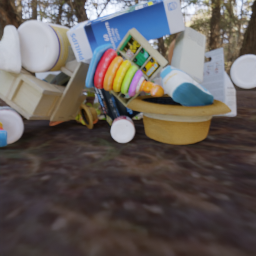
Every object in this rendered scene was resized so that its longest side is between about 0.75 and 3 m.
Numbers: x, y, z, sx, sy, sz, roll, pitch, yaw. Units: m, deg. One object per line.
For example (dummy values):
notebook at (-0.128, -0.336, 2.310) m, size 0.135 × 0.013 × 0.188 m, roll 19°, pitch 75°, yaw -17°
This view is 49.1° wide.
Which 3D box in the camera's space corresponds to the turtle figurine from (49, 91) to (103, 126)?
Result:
turtle figurine at (-1.507, -0.655, 10.332) m, size 2.655 × 0.855 × 2.141 m, roll -17°, pitch 31°, yaw -3°

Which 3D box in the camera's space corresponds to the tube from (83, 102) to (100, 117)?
tube at (-2.462, -0.851, 11.836) m, size 2.562 × 0.743 × 0.665 m, roll 7°, pitch 32°, yaw 3°

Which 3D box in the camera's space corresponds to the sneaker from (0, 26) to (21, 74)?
sneaker at (-3.252, -2.091, 7.184) m, size 0.797 × 1.379 × 0.508 m, roll 0°, pitch -21°, yaw -39°

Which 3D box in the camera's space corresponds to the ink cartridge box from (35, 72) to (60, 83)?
ink cartridge box at (-3.008, -2.370, 11.668) m, size 1.354 × 0.980 × 0.997 m, roll 1°, pitch -21°, yaw -47°

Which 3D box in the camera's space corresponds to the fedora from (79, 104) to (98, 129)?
fedora at (-1.246, -0.418, 9.086) m, size 0.380 × 0.932 × 0.932 m, roll -25°, pitch 20°, yaw -24°

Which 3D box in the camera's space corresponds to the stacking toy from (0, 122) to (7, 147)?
stacking toy at (-3.153, -0.111, 6.417) m, size 0.602 × 1.097 × 0.637 m, roll -6°, pitch -31°, yaw -27°

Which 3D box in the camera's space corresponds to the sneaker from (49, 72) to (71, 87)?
sneaker at (-2.166, -1.294, 10.080) m, size 2.265 × 1.203 × 0.847 m, roll -36°, pitch 36°, yaw 16°

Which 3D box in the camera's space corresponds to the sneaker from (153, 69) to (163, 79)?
sneaker at (1.089, -1.988, 11.286) m, size 0.543 × 0.515 × 1.348 m, roll -11°, pitch -5°, yaw -17°

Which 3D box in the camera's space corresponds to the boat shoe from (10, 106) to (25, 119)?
boat shoe at (-4.508, -0.624, 11.468) m, size 0.691 × 0.692 × 1.965 m, roll -45°, pitch 25°, yaw -18°

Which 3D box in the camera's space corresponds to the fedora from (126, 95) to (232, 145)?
fedora at (1.259, -0.224, 7.270) m, size 2.628 × 1.072 × 2.628 m, roll 1°, pitch 15°, yaw 0°

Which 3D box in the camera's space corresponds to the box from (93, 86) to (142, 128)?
box at (-0.288, -1.049, 8.960) m, size 1.397 × 1.758 × 0.404 m, roll -33°, pitch 26°, yaw -32°

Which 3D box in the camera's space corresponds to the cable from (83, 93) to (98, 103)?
cable at (-2.960, -1.657, 16.947) m, size 2.295 × 0.794 × 2.295 m, roll 4°, pitch 11°, yaw 16°

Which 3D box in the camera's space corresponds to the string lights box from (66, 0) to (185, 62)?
string lights box at (-0.044, -2.814, 7.830) m, size 2.978 × 0.878 × 1.530 m, roll -14°, pitch 27°, yaw 9°

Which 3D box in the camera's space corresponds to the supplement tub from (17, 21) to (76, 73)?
supplement tub at (-2.290, -2.389, 8.427) m, size 1.402 × 1.402 × 1.928 m, roll 3°, pitch 13°, yaw 18°

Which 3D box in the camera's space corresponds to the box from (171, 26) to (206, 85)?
box at (1.615, -1.861, 7.582) m, size 0.739 × 1.798 × 0.615 m, roll 24°, pitch -34°, yaw -12°

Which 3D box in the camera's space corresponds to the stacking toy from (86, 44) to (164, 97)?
stacking toy at (0.003, -1.185, 6.827) m, size 1.879 × 1.031 × 1.091 m, roll 24°, pitch 32°, yaw 5°

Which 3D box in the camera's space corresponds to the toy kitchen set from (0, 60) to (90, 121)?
toy kitchen set at (-2.527, -1.593, 8.559) m, size 2.161 × 1.954 × 2.395 m, roll 35°, pitch 12°, yaw 15°

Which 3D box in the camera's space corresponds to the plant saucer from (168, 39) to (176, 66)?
plant saucer at (2.023, -2.853, 11.029) m, size 0.210 × 1.303 × 1.303 m, roll -17°, pitch 17°, yaw -34°

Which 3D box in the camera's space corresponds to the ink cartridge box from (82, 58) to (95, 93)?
ink cartridge box at (-0.900, -2.080, 11.302) m, size 2.057 × 1.488 × 1.514 m, roll 18°, pitch 0°, yaw -22°

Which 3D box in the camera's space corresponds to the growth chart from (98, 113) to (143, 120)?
growth chart at (0.007, -0.515, 11.848) m, size 1.761 × 0.216 × 2.433 m, roll 7°, pitch 12°, yaw 34°

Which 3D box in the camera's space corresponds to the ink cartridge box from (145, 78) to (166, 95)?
ink cartridge box at (0.987, -1.429, 9.854) m, size 1.105 × 0.574 × 0.328 m, roll -18°, pitch 15°, yaw -23°

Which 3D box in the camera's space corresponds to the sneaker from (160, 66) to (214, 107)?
sneaker at (1.423, -0.862, 6.621) m, size 1.886 × 0.722 × 0.762 m, roll 27°, pitch 27°, yaw -53°

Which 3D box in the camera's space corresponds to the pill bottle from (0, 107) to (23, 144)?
pill bottle at (-3.285, -0.114, 7.502) m, size 0.860 × 0.860 × 1.485 m, roll -4°, pitch 10°, yaw -22°

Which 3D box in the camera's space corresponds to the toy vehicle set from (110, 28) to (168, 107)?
toy vehicle set at (0.042, -1.509, 7.393) m, size 0.252 × 1.183 × 1.904 m, roll -47°, pitch 1°, yaw -42°

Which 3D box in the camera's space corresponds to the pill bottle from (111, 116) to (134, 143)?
pill bottle at (-0.137, 0.004, 7.557) m, size 0.606 × 0.606 × 1.107 m, roll 0°, pitch 10°, yaw 0°

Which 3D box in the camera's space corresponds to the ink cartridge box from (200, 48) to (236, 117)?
ink cartridge box at (3.220, -1.645, 10.939) m, size 0.701 × 2.457 × 1.997 m, roll 1°, pitch 1°, yaw -28°

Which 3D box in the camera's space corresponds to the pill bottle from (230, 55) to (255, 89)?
pill bottle at (3.573, -1.696, 8.380) m, size 0.929 × 0.929 × 1.606 m, roll 4°, pitch 14°, yaw 22°
